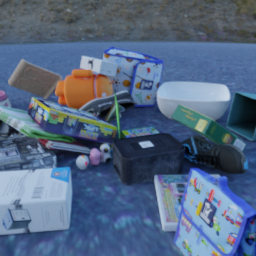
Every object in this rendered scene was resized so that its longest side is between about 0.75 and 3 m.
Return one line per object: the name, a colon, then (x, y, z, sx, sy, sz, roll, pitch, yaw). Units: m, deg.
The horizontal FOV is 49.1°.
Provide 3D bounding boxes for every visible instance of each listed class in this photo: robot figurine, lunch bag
robot figurine: (-1.775, -1.580, 12.021, 2.544, 1.830, 1.484, -3, 10, 4)
lunch bag: (0.151, -2.316, 13.026, 2.715, 2.308, 1.681, 15, 28, 7)
lunch bag: (1.475, 1.573, 4.590, 0.825, 1.753, 1.320, -9, 24, -20)

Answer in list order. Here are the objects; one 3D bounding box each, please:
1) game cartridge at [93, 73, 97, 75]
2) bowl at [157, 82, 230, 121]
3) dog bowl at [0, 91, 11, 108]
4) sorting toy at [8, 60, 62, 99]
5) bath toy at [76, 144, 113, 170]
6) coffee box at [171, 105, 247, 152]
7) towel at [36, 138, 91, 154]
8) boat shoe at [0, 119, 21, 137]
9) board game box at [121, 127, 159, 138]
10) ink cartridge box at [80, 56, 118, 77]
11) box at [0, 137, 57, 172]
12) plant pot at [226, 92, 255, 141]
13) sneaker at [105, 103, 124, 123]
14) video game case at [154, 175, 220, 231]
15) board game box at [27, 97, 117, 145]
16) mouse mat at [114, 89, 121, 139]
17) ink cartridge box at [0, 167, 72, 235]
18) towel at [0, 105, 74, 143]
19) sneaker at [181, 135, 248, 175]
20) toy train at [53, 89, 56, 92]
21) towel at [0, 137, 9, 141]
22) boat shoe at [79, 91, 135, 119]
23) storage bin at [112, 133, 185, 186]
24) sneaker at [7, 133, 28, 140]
game cartridge: (-2.268, -2.560, 15.708, 1.595, 1.062, 0.326, -6, 25, -16)
bowl: (2.761, -1.131, 12.133, 2.975, 1.110, 2.970, 6, 23, 13)
dog bowl: (-6.405, -1.157, 12.676, 2.017, 0.744, 2.017, 0, 23, 0)
sorting toy: (-4.453, -2.311, 13.451, 2.006, 1.856, 0.366, 23, 46, -33)
bath toy: (-0.864, 0.815, 8.022, 1.272, 0.553, 0.470, -17, 3, -29)
coffee box: (2.474, 0.087, 8.427, 2.227, 0.490, 1.369, 25, 6, -38)
towel: (-2.322, 0.351, 8.980, 1.518, 0.240, 2.107, 14, 7, -46)
boat shoe: (-4.691, -0.096, 10.033, 1.926, 0.712, 0.581, 19, 4, 24)
board game box: (0.598, 0.455, 9.343, 1.211, 0.262, 1.799, -7, 23, -18)
ink cartridge box: (-1.240, -2.617, 11.867, 1.311, 0.549, 0.951, 24, 16, 39)
box: (-3.279, 0.843, 7.819, 2.145, 0.534, 1.691, -8, 24, -30)
plant pot: (4.958, -0.429, 10.197, 1.981, 1.400, 1.399, 0, 21, -21)
sneaker: (-0.516, -0.455, 10.714, 0.480, 1.070, 0.359, 23, 37, -14)
video game case: (1.535, 1.651, 6.459, 1.698, 0.221, 1.866, -1, 23, 0)
board game box: (-1.853, -0.223, 9.205, 2.370, 0.672, 1.959, 15, 8, -35)
mouse mat: (-0.325, -0.252, 9.220, 0.078, 1.665, 2.069, -6, 23, -4)
ink cartridge box: (-2.172, 1.521, 6.007, 1.823, 0.783, 1.335, -4, 22, -6)
towel: (-2.944, -0.154, 8.636, 2.270, 0.348, 1.694, 24, 7, 34)
sneaker: (2.240, 0.834, 7.818, 0.927, 0.829, 2.264, -15, 16, -27)
toy train: (-4.441, -2.076, 15.218, 1.457, 0.334, 0.249, -8, -4, -19)
towel: (-4.741, 0.540, 9.313, 1.083, 0.194, 1.125, 7, 21, 9)
boat shoe: (-0.887, -0.782, 11.428, 2.538, 0.849, 0.723, -25, 58, -19)
storage bin: (0.536, 0.806, 7.731, 1.781, 0.835, 1.204, -6, 23, -18)
sneaker: (-3.599, 0.294, 9.414, 0.937, 0.352, 0.541, -20, 44, -37)
